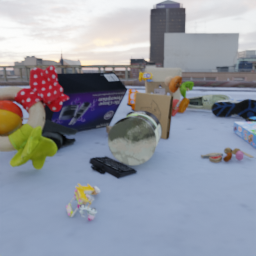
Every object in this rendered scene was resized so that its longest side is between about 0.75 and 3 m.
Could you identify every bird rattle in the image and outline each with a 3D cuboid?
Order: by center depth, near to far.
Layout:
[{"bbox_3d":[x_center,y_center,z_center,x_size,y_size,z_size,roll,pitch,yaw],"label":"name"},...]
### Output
[{"bbox_3d":[-2.364,-0.290,6.025,1.894,2.324,1.309,3,-14,-3],"label":"bird rattle"}]

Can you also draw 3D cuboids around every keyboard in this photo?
[{"bbox_3d":[-0.445,0.874,6.425,0.751,0.160,1.250,-9,14,-36],"label":"keyboard"}]

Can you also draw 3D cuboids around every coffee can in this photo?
[{"bbox_3d":[0.227,0.192,6.980,1.126,1.126,1.538,2,9,10],"label":"coffee can"}]

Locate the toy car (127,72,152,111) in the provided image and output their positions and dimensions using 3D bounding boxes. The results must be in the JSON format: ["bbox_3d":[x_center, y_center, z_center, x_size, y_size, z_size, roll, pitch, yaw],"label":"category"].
[{"bbox_3d":[0.724,-2.128,14.425,0.981,2.948,1.446,3,-32,19],"label":"toy car"}]

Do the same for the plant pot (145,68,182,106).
[{"bbox_3d":[1.968,-2.235,16.512,2.213,2.216,1.962,3,24,11],"label":"plant pot"}]

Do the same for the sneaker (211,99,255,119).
[{"bbox_3d":[5.165,-0.934,12.654,2.580,0.977,0.994,10,21,30],"label":"sneaker"}]

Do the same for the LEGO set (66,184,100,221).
[{"bbox_3d":[-0.770,1.222,4.677,0.472,0.382,1.026,34,5,-7],"label":"LEGO set"}]

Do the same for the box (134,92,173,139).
[{"bbox_3d":[0.806,-0.467,9.567,0.183,1.406,1.720,-3,11,-38],"label":"box"}]

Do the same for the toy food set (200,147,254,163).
[{"bbox_3d":[2.498,0.673,7.050,1.154,0.182,0.734,-8,14,-12],"label":"toy food set"}]

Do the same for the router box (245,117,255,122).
[{"bbox_3d":[5.211,-0.189,10.860,0.758,0.260,1.016,-9,18,-26],"label":"router box"}]

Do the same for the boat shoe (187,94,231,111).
[{"bbox_3d":[4.003,-1.274,14.360,2.427,0.874,0.753,-5,-7,31],"label":"boat shoe"}]

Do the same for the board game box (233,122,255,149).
[{"bbox_3d":[4.527,0.217,8.769,1.753,0.424,2.317,0,12,3],"label":"board game box"}]

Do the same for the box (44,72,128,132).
[{"bbox_3d":[-1.622,-0.844,9.722,2.730,1.927,1.077,-12,56,-42],"label":"box"}]

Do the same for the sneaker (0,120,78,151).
[{"bbox_3d":[-2.569,0.158,7.939,2.222,0.667,1.159,13,20,-12],"label":"sneaker"}]

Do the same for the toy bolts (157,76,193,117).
[{"bbox_3d":[2.076,-1.433,13.701,1.334,1.837,1.924,29,57,25],"label":"toy bolts"}]

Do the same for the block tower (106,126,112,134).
[{"bbox_3d":[-0.126,0.073,9.636,1.251,0.338,0.362,-5,14,-25],"label":"block tower"}]

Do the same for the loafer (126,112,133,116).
[{"bbox_3d":[0.295,-0.487,12.155,0.372,0.384,1.095,47,31,25],"label":"loafer"}]
